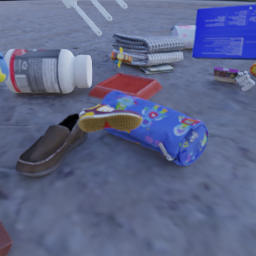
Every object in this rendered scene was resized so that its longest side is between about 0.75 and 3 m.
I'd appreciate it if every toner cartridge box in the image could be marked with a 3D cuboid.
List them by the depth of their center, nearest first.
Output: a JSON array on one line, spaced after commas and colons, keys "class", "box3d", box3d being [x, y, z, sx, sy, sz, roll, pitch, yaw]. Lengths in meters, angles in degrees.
[{"class": "toner cartridge box", "box3d": [3.193, -2.468, 7.348, 2.845, 1.351, 0.614, 12, 15, 34]}]

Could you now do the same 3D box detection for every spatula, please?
[{"class": "spatula", "box3d": [-1.072, -3.852, 8.239, 2.116, 1.471, 0.170, 50, 9, 13]}]

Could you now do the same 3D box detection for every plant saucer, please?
[{"class": "plant saucer", "box3d": [-0.060, -1.476, 10.100, 2.028, 0.372, 2.024, 15, 33, 26]}]

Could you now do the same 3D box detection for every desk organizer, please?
[{"class": "desk organizer", "box3d": [-2.155, 1.741, 4.488, 0.343, 0.320, 0.891, -21, 36, -36]}]

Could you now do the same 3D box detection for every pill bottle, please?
[{"class": "pill bottle", "box3d": [-2.706, -1.972, 9.800, 2.750, 1.522, 1.522, 1, 30, 1]}]

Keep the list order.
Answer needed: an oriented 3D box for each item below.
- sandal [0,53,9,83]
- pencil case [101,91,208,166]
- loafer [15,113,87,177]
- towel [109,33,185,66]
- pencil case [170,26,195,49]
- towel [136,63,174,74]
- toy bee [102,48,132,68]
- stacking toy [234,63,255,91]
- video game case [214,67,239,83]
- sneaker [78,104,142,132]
[{"class": "sandal", "box3d": [-3.751, -2.348, 7.048, 2.771, 1.101, 1.207, 57, 32, 4]}, {"class": "pencil case", "box3d": [0.495, -0.019, 6.798, 2.826, 1.103, 1.227, 24, 49, 35]}, {"class": "loafer", "box3d": [-1.777, 0.289, 6.542, 0.820, 0.797, 2.246, 11, 32, 19]}, {"class": "towel", "box3d": [0.822, -3.704, 12.905, 2.332, 1.205, 2.816, -19, 30, -36]}, {"class": "pencil case", "box3d": [3.799, -4.947, 15.347, 2.963, 1.232, 1.344, -4, 1, -6]}, {"class": "towel", "box3d": [1.164, -2.711, 12.398, 1.353, 0.234, 1.303, -10, 31, -15]}, {"class": "toy bee", "box3d": [-0.329, -2.076, 8.343, 0.876, 0.574, 0.476, -15, -9, 2]}, {"class": "stacking toy", "box3d": [5.332, -2.542, 10.027, 2.133, 2.829, 0.665, -32, 84, -43]}, {"class": "video game case", "box3d": [3.768, -2.025, 10.739, 0.907, 0.822, 0.162, 14, 76, 24]}, {"class": "sneaker", "box3d": [-0.341, -0.256, 5.499, 1.238, 0.464, 0.558, -1, 42, -1]}]
